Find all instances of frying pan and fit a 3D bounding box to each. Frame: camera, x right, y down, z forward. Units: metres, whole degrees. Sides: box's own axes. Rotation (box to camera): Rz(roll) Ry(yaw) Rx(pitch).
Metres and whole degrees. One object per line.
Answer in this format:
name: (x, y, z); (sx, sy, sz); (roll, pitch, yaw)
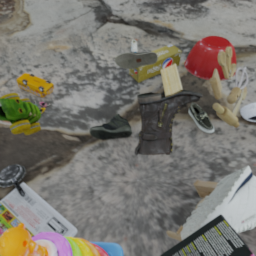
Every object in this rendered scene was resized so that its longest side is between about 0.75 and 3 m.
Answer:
frying pan: (-3.747, 1.693, 8.881); (0.942, 0.253, 1.557); (-18, 36, -6)

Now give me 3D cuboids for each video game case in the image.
video game case: (-3.074, 3.012, 7.907); (2.447, 0.280, 2.227); (32, 56, 23)

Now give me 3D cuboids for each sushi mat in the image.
sushi mat: (0.908, -1.017, 5.953); (0.383, 0.048, 0.800); (-21, 51, 21)

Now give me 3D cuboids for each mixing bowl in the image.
mixing bowl: (2.644, -2.286, 8.729); (1.652, 0.894, 1.652); (1, 41, -1)

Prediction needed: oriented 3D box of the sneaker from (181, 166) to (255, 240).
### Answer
sneaker: (2.157, 1.800, 5.853); (2.626, 1.003, 1.057); (-29, 82, -36)

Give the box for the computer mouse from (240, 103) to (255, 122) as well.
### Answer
computer mouse: (5.635, -0.632, 10.909); (2.385, 0.523, 1.308); (1, 50, 1)

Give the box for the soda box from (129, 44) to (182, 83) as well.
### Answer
soda box: (1.232, -2.956, 12.734); (2.428, 0.822, 0.777); (-26, 54, -21)

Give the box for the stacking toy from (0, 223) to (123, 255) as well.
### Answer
stacking toy: (-1.211, 2.295, 4.507); (1.539, 2.805, 1.628); (-6, 50, 16)

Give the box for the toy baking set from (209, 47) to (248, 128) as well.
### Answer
toy baking set: (2.854, -1.001, 7.528); (0.298, 2.559, 1.964); (3, 72, 40)

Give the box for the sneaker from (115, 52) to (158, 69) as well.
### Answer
sneaker: (0.267, -2.474, 10.251); (1.533, 0.573, 0.814); (-4, 15, -4)

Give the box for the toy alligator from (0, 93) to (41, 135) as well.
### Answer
toy alligator: (-2.777, -0.405, 7.055); (0.716, 2.980, 0.988); (-23, 87, 0)

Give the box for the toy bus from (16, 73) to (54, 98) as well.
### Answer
toy bus: (-3.898, -1.782, 11.820); (1.673, 0.655, 0.545); (23, 51, 19)

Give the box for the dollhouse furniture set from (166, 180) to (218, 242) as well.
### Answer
dollhouse furniture set: (2.020, 2.565, 8.023); (1.977, 1.025, 0.875); (-43, 22, -31)

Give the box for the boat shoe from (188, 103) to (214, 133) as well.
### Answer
boat shoe: (2.798, -0.390, 10.743); (0.504, 0.454, 1.425); (-21, 52, -18)

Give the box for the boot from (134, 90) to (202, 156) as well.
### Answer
boot: (1.101, -0.128, 7.764); (2.038, 1.774, 0.705); (-8, 14, -13)

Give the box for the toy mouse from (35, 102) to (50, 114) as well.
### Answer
toy mouse: (-3.597, -0.846, 11.337); (0.828, 0.160, 0.736); (-34, 57, -26)

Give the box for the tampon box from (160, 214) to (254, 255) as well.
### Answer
tampon box: (1.233, 2.239, 4.177); (1.392, 1.043, 0.879); (-35, 23, 2)

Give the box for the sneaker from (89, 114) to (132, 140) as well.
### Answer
sneaker: (-0.670, -0.046, 10.380); (1.540, 0.589, 0.882); (-5, 47, -8)

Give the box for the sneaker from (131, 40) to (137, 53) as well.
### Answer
sneaker: (0.296, -4.069, 14.028); (0.326, 0.344, 0.853); (-4, 50, -6)
